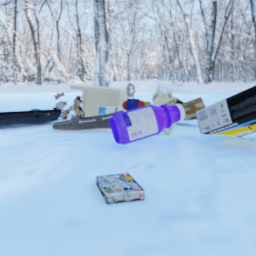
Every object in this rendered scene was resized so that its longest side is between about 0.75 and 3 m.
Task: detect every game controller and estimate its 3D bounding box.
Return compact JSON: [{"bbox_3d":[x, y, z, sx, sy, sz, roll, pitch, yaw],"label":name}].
[{"bbox_3d":[-4.223,-0.466,11.251,2.978,0.627,1.553,-7,7,-44],"label":"game controller"}]

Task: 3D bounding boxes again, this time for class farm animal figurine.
[{"bbox_3d":[-2.558,-0.943,12.597,0.764,1.227,1.519,7,6,40],"label":"farm animal figurine"}]

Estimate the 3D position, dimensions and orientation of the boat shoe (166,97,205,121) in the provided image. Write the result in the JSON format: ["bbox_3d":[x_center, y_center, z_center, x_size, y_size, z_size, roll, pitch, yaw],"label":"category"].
[{"bbox_3d":[2.055,-0.763,11.676,2.563,0.947,0.970,-7,9,38],"label":"boat shoe"}]

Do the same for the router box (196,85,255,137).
[{"bbox_3d":[3.627,-0.521,7.376,2.163,0.740,2.900,3,-20,-38],"label":"router box"}]

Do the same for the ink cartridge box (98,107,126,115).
[{"bbox_3d":[-0.541,-0.645,12.730,1.440,0.606,1.041,2,5,8],"label":"ink cartridge box"}]

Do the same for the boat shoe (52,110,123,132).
[{"bbox_3d":[-1.403,-0.265,10.128,2.647,0.754,0.885,-1,9,-5],"label":"boat shoe"}]

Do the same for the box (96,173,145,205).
[{"bbox_3d":[-0.153,0.949,4.479,0.590,0.172,0.862,-3,10,-16],"label":"box"}]

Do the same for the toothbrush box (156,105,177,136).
[{"bbox_3d":[1.209,-0.301,9.800,0.939,0.555,1.290,33,15,4],"label":"toothbrush box"}]

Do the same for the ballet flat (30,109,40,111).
[{"bbox_3d":[-4.358,-0.686,14.109,1.380,0.465,0.440,5,-17,25],"label":"ballet flat"}]

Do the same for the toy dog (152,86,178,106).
[{"bbox_3d":[1.951,-1.347,13.970,1.336,0.932,1.295,16,47,-9],"label":"toy dog"}]

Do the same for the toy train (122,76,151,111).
[{"bbox_3d":[0.426,-0.816,9.861,0.826,1.951,1.129,7,9,38],"label":"toy train"}]

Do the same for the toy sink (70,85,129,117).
[{"bbox_3d":[-1.479,-1.327,14.385,2.709,1.518,1.766,7,11,13],"label":"toy sink"}]

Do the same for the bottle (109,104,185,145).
[{"bbox_3d":[0.562,-0.187,7.675,2.082,0.870,0.680,-17,1,-21],"label":"bottle"}]
